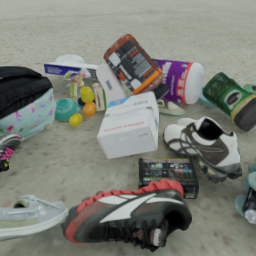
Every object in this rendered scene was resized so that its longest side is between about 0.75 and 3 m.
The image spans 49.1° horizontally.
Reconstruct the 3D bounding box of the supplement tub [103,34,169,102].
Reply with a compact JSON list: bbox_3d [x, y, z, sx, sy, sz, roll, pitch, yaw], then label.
[{"bbox_3d":[0.321,-1.821,9.035,2.230,1.193,1.193,49,39,-6],"label":"supplement tub"}]

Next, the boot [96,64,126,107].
[{"bbox_3d":[-0.374,-1.204,9.500,0.732,2.013,0.909,-22,-8,21],"label":"boot"}]

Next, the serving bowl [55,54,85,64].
[{"bbox_3d":[-2.866,-3.271,13.689,1.480,0.487,1.480,1,30,0],"label":"serving bowl"}]

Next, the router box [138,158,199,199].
[{"bbox_3d":[0.894,1.143,6.520,1.326,0.412,0.994,1,32,1],"label":"router box"}]

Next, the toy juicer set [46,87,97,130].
[{"bbox_3d":[-2.008,-0.443,9.099,2.175,0.592,1.383,-21,52,-7],"label":"toy juicer set"}]

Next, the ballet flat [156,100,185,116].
[{"bbox_3d":[1.267,-0.720,9.569,1.355,0.422,0.457,9,34,14],"label":"ballet flat"}]

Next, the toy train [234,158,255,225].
[{"bbox_3d":[3.252,1.219,5.885,1.453,1.087,2.550,26,39,21],"label":"toy train"}]

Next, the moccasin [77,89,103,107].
[{"bbox_3d":[-1.024,-1.166,10.114,1.644,0.561,0.661,-13,41,-18],"label":"moccasin"}]

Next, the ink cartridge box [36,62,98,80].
[{"bbox_3d":[-2.120,-2.381,11.640,2.424,0.493,2.429,9,15,14],"label":"ink cartridge box"}]

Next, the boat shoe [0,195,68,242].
[{"bbox_3d":[-2.046,1.473,4.759,2.302,0.738,0.848,2,-13,-44],"label":"boat shoe"}]

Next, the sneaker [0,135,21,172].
[{"bbox_3d":[-2.916,0.718,6.529,0.542,0.457,1.239,38,80,28],"label":"sneaker"}]

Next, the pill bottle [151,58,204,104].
[{"bbox_3d":[1.344,-1.763,10.233,2.557,1.438,1.438,13,34,26],"label":"pill bottle"}]

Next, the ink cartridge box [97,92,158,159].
[{"bbox_3d":[0.076,-0.123,7.831,1.407,0.825,1.922,-12,32,15],"label":"ink cartridge box"}]

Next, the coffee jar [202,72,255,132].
[{"bbox_3d":[3.403,-0.851,8.964,0.888,1.086,2.082,30,19,-42],"label":"coffee jar"}]

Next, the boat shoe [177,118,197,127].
[{"bbox_3d":[2.166,0.009,8.380,1.375,0.495,0.471,12,12,30],"label":"boat shoe"}]

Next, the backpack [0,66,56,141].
[{"bbox_3d":[-3.203,-0.546,7.480,2.520,1.595,2.103,-33,62,-32],"label":"backpack"}]

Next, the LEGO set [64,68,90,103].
[{"bbox_3d":[-1.902,-1.426,9.528,0.571,1.535,0.706,-3,45,-47],"label":"LEGO set"}]

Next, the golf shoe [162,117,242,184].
[{"bbox_3d":[1.806,0.208,7.067,1.064,1.293,2.737,-14,25,-23],"label":"golf shoe"}]

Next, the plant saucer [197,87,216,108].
[{"bbox_3d":[2.646,-1.379,10.845,0.856,0.232,2.448,-21,37,-28],"label":"plant saucer"}]

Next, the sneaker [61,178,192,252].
[{"bbox_3d":[0.072,1.702,5.144,2.493,0.881,1.218,-10,31,-17],"label":"sneaker"}]

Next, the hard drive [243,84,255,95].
[{"bbox_3d":[4.994,-1.354,10.801,1.173,0.222,0.819,24,39,33],"label":"hard drive"}]

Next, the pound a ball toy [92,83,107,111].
[{"bbox_3d":[-1.007,-1.042,9.488,0.384,0.903,0.589,-7,3,21],"label":"pound a ball toy"}]
